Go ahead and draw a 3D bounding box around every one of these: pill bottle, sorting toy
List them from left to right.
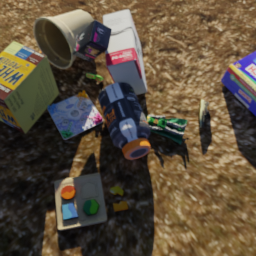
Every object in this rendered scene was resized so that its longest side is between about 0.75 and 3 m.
[{"bbox_3d":[-1.282,2.380,9.530,2.371,0.317,1.766,-10,60,-6],"label":"sorting toy"},{"bbox_3d":[-0.076,-0.230,10.393,1.463,1.463,2.755,-16,61,-9],"label":"pill bottle"}]

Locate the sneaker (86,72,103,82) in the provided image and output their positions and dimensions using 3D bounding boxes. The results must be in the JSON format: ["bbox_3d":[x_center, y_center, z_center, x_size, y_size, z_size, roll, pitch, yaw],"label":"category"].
[{"bbox_3d":[-1.438,-2.255,12.187,0.769,0.295,0.322,19,42,-12],"label":"sneaker"}]

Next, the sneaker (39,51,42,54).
[{"bbox_3d":[-3.887,-3.621,13.064,0.345,0.349,0.893,11,63,-8],"label":"sneaker"}]

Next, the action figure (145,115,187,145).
[{"bbox_3d":[1.288,-0.110,10.918,1.861,0.509,1.099,15,63,12],"label":"action figure"}]

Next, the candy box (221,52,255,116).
[{"bbox_3d":[5.897,-2.033,11.629,2.966,1.142,2.508,-30,65,-15],"label":"candy box"}]

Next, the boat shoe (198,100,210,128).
[{"bbox_3d":[3.041,-0.576,11.174,0.436,0.474,1.327,6,55,9],"label":"boat shoe"}]

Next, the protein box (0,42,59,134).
[{"bbox_3d":[-4.130,-1.482,10.648,1.549,2.279,2.296,25,63,14],"label":"protein box"}]

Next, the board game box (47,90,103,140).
[{"bbox_3d":[-2.153,-0.580,11.294,1.737,0.225,1.737,-26,63,-17],"label":"board game box"}]

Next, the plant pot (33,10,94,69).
[{"bbox_3d":[-2.592,-4.135,12.424,2.297,2.297,2.102,33,55,18],"label":"plant pot"}]

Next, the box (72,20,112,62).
[{"bbox_3d":[-1.385,-3.257,10.628,0.788,1.485,0.908,19,71,-33],"label":"box"}]

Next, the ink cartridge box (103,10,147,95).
[{"bbox_3d":[-0.125,-3.058,11.581,1.198,2.087,2.874,-12,60,11],"label":"ink cartridge box"}]
